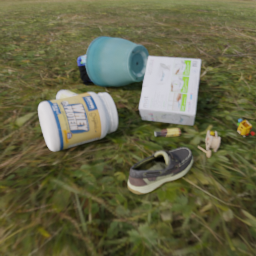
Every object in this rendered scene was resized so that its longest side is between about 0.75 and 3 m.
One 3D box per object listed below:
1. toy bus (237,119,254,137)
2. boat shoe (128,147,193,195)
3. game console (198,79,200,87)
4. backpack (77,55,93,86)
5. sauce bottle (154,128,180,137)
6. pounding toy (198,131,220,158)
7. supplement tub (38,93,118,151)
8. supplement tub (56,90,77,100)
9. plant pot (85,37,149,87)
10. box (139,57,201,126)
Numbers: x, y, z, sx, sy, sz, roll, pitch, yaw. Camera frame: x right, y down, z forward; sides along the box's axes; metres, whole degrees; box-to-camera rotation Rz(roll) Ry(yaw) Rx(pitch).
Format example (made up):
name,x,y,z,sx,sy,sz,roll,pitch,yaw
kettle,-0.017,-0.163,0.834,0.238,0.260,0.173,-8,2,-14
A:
name,x,y,z,sx,sy,sz,roll,pitch,yaw
toy bus,4.309,0.079,10.506,0.379,0.734,0.692,-22,8,-16
boat shoe,1.110,1.147,8.772,2.653,0.872,0.948,-23,39,-32
game console,2.938,-2.149,14.251,1.156,0.684,0.987,20,36,30
backpack,-1.234,-3.207,14.673,2.293,1.543,2.094,6,27,42
sauce bottle,1.519,0.203,10.833,0.985,0.325,0.325,-6,32,-5
pounding toy,2.883,0.470,10.021,0.650,0.648,1.133,9,36,5
supplement tub,-1.818,-0.294,10.204,2.485,1.797,1.797,-16,35,-23
supplement tub,-2.666,-1.252,12.673,1.073,0.778,0.778,24,39,37
plant pot,-0.357,-3.195,13.758,2.400,2.555,2.555,13,33,40
box,1.750,-1.560,11.628,2.225,1.219,2.522,6,70,12
